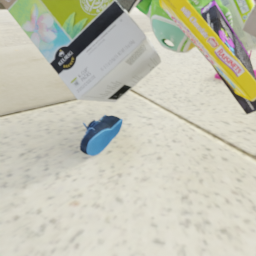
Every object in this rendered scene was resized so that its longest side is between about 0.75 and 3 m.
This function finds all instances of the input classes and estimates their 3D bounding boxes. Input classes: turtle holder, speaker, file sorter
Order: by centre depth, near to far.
[{"bbox_3d":[1.980,-3.429,8.870,2.693,1.912,2.046,12,40,5],"label":"turtle holder"},{"bbox_3d":[0.536,-5.602,11.810,2.265,1.002,1.002,46,43,9],"label":"speaker"},{"bbox_3d":[5.631,-2.993,12.450,2.758,1.730,1.917,21,35,33],"label":"file sorter"}]

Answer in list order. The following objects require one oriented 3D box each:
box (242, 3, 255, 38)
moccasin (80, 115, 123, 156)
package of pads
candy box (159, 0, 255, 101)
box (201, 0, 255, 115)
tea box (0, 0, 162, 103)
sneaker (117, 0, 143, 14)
[{"bbox_3d":[4.282,-2.478,6.908,2.440,0.949,1.159,37,68,15],"label":"box"},{"bbox_3d":[-0.841,0.171,7.690,0.714,0.843,2.094,23,21,13],"label":"moccasin"},{"bbox_3d":[4.279,-4.032,10.338,0.963,2.181,2.823,-23,12,34],"label":"package of pads"},{"bbox_3d":[1.288,-1.361,4.564,0.282,2.139,1.093,-42,5,13],"label":"candy box"},{"bbox_3d":[2.305,-1.698,6.377,0.453,1.795,2.511,-29,28,31],"label":"box"},{"bbox_3d":[-0.804,-2.076,6.253,2.582,1.753,2.624,50,12,4],"label":"tea box"},{"bbox_3d":[0.513,-5.285,10.955,2.801,1.065,2.024,-19,15,49],"label":"sneaker"}]
